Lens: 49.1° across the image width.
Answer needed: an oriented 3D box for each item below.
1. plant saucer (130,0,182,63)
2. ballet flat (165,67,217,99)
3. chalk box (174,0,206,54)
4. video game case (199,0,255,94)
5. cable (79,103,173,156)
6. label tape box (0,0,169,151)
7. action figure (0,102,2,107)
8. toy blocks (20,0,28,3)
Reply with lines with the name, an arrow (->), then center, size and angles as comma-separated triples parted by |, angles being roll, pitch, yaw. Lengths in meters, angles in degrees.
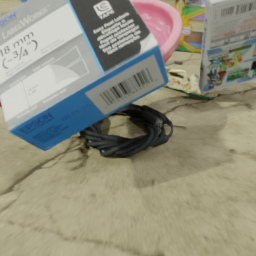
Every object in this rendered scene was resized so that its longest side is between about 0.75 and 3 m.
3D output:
plant saucer -> -0.201, -1.631, 5.545 | 2.534, 0.642, 2.534 | -8, 50, 10
ballet flat -> 2.080, -1.647, 9.954 | 2.271, 0.726, 0.859 | 20, 33, 29
chalk box -> 2.142, -2.664, 7.114 | 1.930, 1.195, 1.201 | 6, 45, -4
video game case -> 3.147, -2.125, 6.518 | 2.917, 2.659, 0.321 | -15, 54, -1
cable -> -0.273, -0.054, 7.548 | 2.155, 0.671, 2.641 | -31, 45, -33
label tape box -> -0.919, -1.335, 3.950 | 1.946, 0.854, 2.698 | -29, 63, 6
action figure -> -2.658, -0.457, 4.870 | 0.567, 0.860, 1.737 | 46, 31, -2
toy blocks -> -2.481, -3.955, 8.381 | 1.092, 2.185, 1.493 | -30, 11, 49
